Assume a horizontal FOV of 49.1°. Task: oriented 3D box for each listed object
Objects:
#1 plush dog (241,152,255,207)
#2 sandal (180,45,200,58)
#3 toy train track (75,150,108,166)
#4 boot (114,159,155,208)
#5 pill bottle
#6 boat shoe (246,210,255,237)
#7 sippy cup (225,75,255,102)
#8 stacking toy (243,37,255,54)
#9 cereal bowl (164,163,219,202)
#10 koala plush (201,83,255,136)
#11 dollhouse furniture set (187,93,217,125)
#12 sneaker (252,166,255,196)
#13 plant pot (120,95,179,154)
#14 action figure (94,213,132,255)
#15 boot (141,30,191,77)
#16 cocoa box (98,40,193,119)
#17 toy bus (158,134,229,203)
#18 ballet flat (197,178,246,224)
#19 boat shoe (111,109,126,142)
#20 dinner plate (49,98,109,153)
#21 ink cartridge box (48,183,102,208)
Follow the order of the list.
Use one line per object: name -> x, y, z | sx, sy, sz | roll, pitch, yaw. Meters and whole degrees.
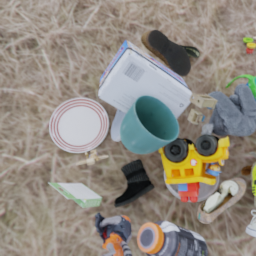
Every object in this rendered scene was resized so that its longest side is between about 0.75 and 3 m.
plush dog -> 4.813, 2.128, 9.411 | 2.020, 2.518, 2.163 | -6, 41, 30
sandal -> 2.655, -3.432, 12.661 | 1.272, 0.363, 0.505 | 24, 73, 25
toy train track -> -1.131, 0.831, 8.751 | 1.002, 1.747, 0.284 | -14, 95, -2
boot -> 0.006, 2.039, 10.321 | 1.720, 0.647, 1.286 | -26, 77, -20
pill bottle -> 1.328, 3.595, 8.597 | 2.308, 1.226, 1.226 | 32, 65, -35
boat shoe -> 3.594, 2.487, 7.453 | 0.600, 1.624, 0.692 | 10, 88, 38
sippy cup -> 4.728, -0.802, 10.758 | 1.765, 1.648, 2.248 | 16, 49, -32
stacking toy -> 5.773, -3.780, 12.864 | 1.013, 0.428, 0.917 | -9, 43, -7
cereal bowl -> 2.266, 1.839, 10.240 | 1.933, 0.805, 1.933 | -2, 55, 2
koala plush -> 3.412, -0.268, 9.757 | 1.659, 1.871, 1.719 | -15, 72, -17
dollhouse furniture set -> 2.098, -0.567, 8.217 | 0.554, 0.786, 0.550 | 1, 28, -32
sneaker -> 4.049, 1.570, 8.617 | 0.395, 0.446, 1.066 | 10, 87, 40
plant pot -> 0.532, 0.045, 8.890 | 1.695, 1.360, 1.695 | 22, 46, -24
action figure -> -0.147, 3.431, 8.162 | 1.083, 2.003, 2.071 | -26, 113, 16
boot -> 1.470, -2.859, 10.716 | 2.408, 0.908, 0.886 | 35, 88, -29
cocoa box -> 0.580, -1.448, 10.037 | 2.784, 1.857, 1.827 | 30, 25, -19
toy bus -> 2.280, 1.336, 9.314 | 2.254, 1.530, 2.164 | -10, 81, 24
ballet flat -> 3.054, 2.219, 9.034 | 2.142, 0.720, 0.729 | -39, 42, -19
boat shoe -> -0.052, -0.431, 11.163 | 0.791, 0.835, 2.389 | 29, 50, -28
dinner plate -> -1.981, -0.104, 11.376 | 2.401, 0.291, 2.401 | 0, 68, -1
ink cartridge box -> -1.600, 1.987, 8.323 | 1.020, 1.402, 0.336 | 24, 97, 38
